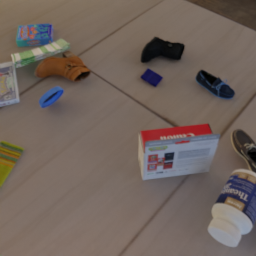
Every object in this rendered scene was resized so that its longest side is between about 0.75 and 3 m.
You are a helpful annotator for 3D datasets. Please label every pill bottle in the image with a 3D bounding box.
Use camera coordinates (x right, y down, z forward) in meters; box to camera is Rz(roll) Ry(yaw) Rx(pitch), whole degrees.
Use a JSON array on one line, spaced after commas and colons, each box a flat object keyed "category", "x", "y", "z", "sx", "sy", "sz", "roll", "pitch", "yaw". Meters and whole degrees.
[{"category": "pill bottle", "x": 3.540, "y": 2.589, "z": 9.130, "sx": 1.284, "sy": 1.284, "sz": 2.313, "roll": 30, "pitch": 60, "yaw": 20}]

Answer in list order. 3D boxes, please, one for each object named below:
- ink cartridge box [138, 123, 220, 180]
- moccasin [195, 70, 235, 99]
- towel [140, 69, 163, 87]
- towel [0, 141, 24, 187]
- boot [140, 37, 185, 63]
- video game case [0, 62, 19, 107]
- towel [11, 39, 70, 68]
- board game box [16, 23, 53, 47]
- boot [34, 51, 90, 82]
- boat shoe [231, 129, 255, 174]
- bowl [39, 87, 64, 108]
[{"category": "ink cartridge box", "x": 1.687, "y": 0.686, "z": 9.868, "sx": 2.529, "sy": 2.220, "sz": 1.060, "roll": -6, "pitch": 48, "yaw": -5}, {"category": "moccasin", "x": 3.936, "y": -1.962, "z": 12.718, "sx": 1.945, "sy": 0.663, "sz": 0.783, "roll": 30, "pitch": 63, "yaw": 15}, {"category": "towel", "x": 1.112, "y": -2.371, "z": 13.305, "sx": 0.914, "sy": 0.226, "sz": 0.675, "roll": 34, "pitch": 71, "yaw": 16}, {"category": "towel", "x": -4.958, "y": 1.605, "z": 10.504, "sx": 1.042, "sy": 0.219, "sz": 2.422, "roll": 14, "pitch": 56, "yaw": 11}, {"category": "boot", "x": 1.762, "y": -3.759, "z": 13.954, "sx": 1.730, "sy": 0.786, "sz": 2.059, "roll": 21, "pitch": 51, "yaw": 19}, {"category": "video game case", "x": -6.407, "y": -1.921, "z": 12.956, "sx": 2.416, "sy": 0.305, "sz": 2.651, "roll": -15, "pitch": 56, "yaw": -10}, {"category": "towel", "x": -4.334, "y": -3.757, "z": 13.766, "sx": 2.743, "sy": 0.321, "sz": 2.092, "roll": -25, "pitch": 32, "yaw": -14}, {"category": "board game box", "x": -5.013, "y": -5.014, "z": 15.090, "sx": 1.822, "sy": 0.410, "sz": 1.386, "roll": -6, "pitch": 55, "yaw": -5}, {"category": "boot", "x": -3.064, "y": -2.628, "z": 13.253, "sx": 2.251, "sy": 0.863, "sz": 1.748, "roll": -32, "pitch": 64, "yaw": -29}, {"category": "boat shoe", "x": 4.758, "y": 0.920, "z": 10.648, "sx": 0.884, "sy": 0.763, "sz": 2.434, "roll": -12, "pitch": 55, "yaw": -8}, {"category": "bowl", "x": -3.306, "y": -1.325, "z": 11.994, "sx": 1.204, "sy": 1.204, "sz": 0.236, "roll": -40, "pitch": 87, "yaw": -24}]
